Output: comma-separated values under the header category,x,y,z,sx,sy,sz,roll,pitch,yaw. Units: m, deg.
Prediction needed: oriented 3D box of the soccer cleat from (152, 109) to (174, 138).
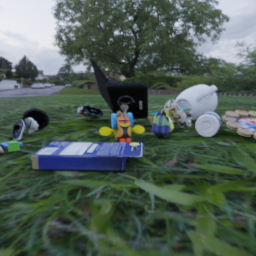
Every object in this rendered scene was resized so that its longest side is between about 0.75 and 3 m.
category,x,y,z,sx,sy,sz,roll,pitch,yaw
soccer cleat,1.219,-0.237,9.436,0.646,0.836,1.999,7,12,11

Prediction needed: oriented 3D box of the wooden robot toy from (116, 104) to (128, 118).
category,x,y,z,sx,sy,sz,roll,pitch,yaw
wooden robot toy,-0.124,-0.296,11.061,0.621,0.639,1.409,-31,35,22

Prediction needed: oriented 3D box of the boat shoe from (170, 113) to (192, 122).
category,x,y,z,sx,sy,sz,roll,pitch,yaw
boat shoe,2.195,-0.459,12.135,1.128,0.374,0.395,-6,3,29

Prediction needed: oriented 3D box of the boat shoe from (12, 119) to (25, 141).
category,x,y,z,sx,sy,sz,roll,pitch,yaw
boat shoe,-3.371,0.001,8.504,0.303,0.288,0.868,-5,45,0

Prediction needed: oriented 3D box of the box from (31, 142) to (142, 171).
category,x,y,z,sx,sy,sz,roll,pitch,yaw
box,-0.759,0.570,5.903,2.110,0.342,1.278,-1,9,4

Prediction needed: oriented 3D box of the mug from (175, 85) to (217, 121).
category,x,y,z,sx,sy,sz,roll,pitch,yaw
mug,3.195,-1.243,12.922,1.832,1.543,2.090,-22,-14,-43

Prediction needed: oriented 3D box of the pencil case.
category,x,y,z,sx,sy,sz,roll,pitch,yaw
pencil case,1.828,-0.508,10.309,1.251,0.487,0.559,43,-23,-30

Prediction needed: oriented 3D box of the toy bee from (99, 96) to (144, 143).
category,x,y,z,sx,sy,sz,roll,pitch,yaw
toy bee,-0.214,0.037,7.827,1.214,1.008,1.854,-10,-22,11

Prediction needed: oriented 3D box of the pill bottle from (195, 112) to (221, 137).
category,x,y,z,sx,sy,sz,roll,pitch,yaw
pill bottle,2.713,-0.151,9.389,0.726,0.726,1.308,4,10,22

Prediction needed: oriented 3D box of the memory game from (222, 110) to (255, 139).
category,x,y,z,sx,sy,sz,roll,pitch,yaw
memory game,4.096,-0.105,8.805,2.241,0.143,2.241,4,26,-2

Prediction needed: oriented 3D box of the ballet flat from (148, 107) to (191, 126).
category,x,y,z,sx,sy,sz,roll,pitch,yaw
ballet flat,1.705,-0.434,11.367,1.798,0.567,0.617,-10,13,-6

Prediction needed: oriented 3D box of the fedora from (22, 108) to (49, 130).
category,x,y,z,sx,sy,sz,roll,pitch,yaw
fedora,-3.291,-0.393,9.997,0.964,0.964,0.440,-2,38,-16

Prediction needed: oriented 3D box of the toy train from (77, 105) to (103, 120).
category,x,y,z,sx,sy,sz,roll,pitch,yaw
toy train,-1.777,-0.723,13.150,1.209,0.515,0.689,13,-23,-39

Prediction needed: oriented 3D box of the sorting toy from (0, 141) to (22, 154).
category,x,y,z,sx,sy,sz,roll,pitch,yaw
sorting toy,-3.844,0.437,6.843,2.444,0.333,1.376,-6,10,-32

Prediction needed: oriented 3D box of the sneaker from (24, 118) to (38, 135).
category,x,y,z,sx,sy,sz,roll,pitch,yaw
sneaker,-3.114,-0.110,9.066,0.392,0.335,0.899,-25,-10,-28

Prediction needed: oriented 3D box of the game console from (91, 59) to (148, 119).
category,x,y,z,sx,sy,sz,roll,pitch,yaw
game console,-0.304,-1.598,11.894,2.317,1.533,2.634,-1,-26,5
